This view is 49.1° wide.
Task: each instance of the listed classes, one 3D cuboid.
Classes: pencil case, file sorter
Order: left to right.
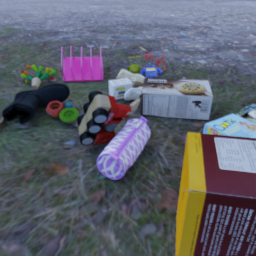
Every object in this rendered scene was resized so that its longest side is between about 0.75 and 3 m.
[{"bbox_3d":[-2.175,-3.082,13.276,1.915,1.201,1.331,-2,68,-5],"label":"file sorter"},{"bbox_3d":[-0.050,0.536,8.176,0.927,0.944,2.209,36,41,1],"label":"pencil case"}]

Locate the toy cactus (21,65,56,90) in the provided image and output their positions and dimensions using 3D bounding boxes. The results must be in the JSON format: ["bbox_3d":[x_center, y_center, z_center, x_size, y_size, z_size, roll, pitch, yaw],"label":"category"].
[{"bbox_3d":[-4.264,-2.322,13.168,1.726,0.883,1.424,1,50,-3],"label":"toy cactus"}]

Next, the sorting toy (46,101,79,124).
[{"bbox_3d":[-2.367,-0.517,10.407,1.369,0.562,0.823,30,56,21],"label":"sorting toy"}]

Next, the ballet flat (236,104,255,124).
[{"bbox_3d":[3.957,-0.193,9.570,2.088,0.775,0.775,-27,40,-22],"label":"ballet flat"}]

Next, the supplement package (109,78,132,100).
[{"bbox_3d":[-0.329,-1.678,12.042,0.861,0.653,0.648,-11,34,-18],"label":"supplement package"}]

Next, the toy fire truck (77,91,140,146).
[{"bbox_3d":[-0.491,-0.322,8.905,1.941,1.708,1.249,6,49,-28],"label":"toy fire truck"}]

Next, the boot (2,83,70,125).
[{"bbox_3d":[-3.386,-0.906,10.556,2.260,0.863,1.899,-9,29,-1],"label":"boot"}]

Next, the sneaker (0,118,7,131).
[{"bbox_3d":[-4.592,-0.083,9.907,0.313,0.292,0.830,-14,26,13],"label":"sneaker"}]

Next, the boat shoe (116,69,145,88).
[{"bbox_3d":[0.264,-2.128,12.895,1.903,0.686,0.618,29,78,31],"label":"boat shoe"}]

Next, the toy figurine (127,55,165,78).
[{"bbox_3d":[0.962,-2.914,13.798,1.935,1.021,1.159,-2,37,-2],"label":"toy figurine"}]

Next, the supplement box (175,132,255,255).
[{"bbox_3d":[2.180,1.583,5.113,2.414,2.381,1.603,5,32,8],"label":"supplement box"}]

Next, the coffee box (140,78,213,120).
[{"bbox_3d":[1.804,-1.153,10.826,2.572,1.026,1.454,4,33,7],"label":"coffee box"}]

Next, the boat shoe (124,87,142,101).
[{"bbox_3d":[0.392,-1.406,11.802,0.467,0.474,1.337,27,30,33],"label":"boat shoe"}]

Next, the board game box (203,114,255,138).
[{"bbox_3d":[3.286,0.852,7.207,1.367,1.343,2.607,-17,35,-35],"label":"board game box"}]
